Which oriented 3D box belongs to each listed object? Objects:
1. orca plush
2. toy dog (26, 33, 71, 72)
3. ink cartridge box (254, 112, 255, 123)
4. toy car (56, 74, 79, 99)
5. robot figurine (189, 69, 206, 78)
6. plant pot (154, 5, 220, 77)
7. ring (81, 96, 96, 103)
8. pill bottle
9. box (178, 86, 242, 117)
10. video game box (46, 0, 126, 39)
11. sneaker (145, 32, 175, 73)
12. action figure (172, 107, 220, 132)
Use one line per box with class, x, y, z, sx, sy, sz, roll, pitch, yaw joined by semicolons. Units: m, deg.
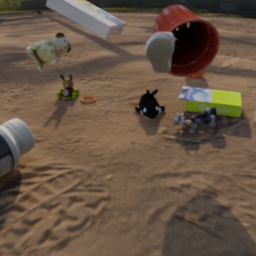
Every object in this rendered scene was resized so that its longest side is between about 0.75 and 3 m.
orca plush;1.046;-1.310;12.468;1.319;0.891;2.506;8;30;14
toy dog;-2.602;-2.672;9.607;1.303;0.909;1.264;-21;34;7
ink cartridge box;5.661;-0.512;11.262;0.957;0.693;0.404;-2;30;-4
toy car;-2.930;-2.028;13.485;0.938;1.142;0.901;3;30;5
robot figurine;3.883;-3.379;16.291;1.273;0.742;0.916;-3;28;-4
plant pot;2.086;-3.609;11.118;2.320;2.320;2.256;-4;44;-8
ring;-1.883;-1.356;13.396;0.760;0.073;0.760;0;29;0
pill bottle;-4.172;0.815;8.005;1.561;1.561;2.820;18;35;29
box;3.647;-1.205;12.551;2.614;0.623;1.594;9;31;15
video game box;-1.514;-4.340;10.808;2.491;0.583;2.269;30;29;2
sneaker;0.957;-2.491;8.209;0.795;1.104;2.112;3;-11;9
action figure;2.629;-0.295;11.003;1.879;0.652;1.223;-7;37;-6
